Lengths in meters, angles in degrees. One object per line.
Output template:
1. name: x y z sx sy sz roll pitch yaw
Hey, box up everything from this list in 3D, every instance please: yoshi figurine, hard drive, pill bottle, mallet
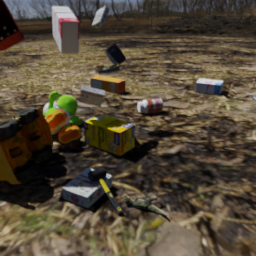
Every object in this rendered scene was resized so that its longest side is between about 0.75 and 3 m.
1. yoshi figurine: -2.556 -0.608 11.161 1.661 1.668 2.967 8 17 -23
2. hard drive: -0.501 -2.847 11.021 0.581 0.862 0.182 -34 -15 2
3. pill bottle: 1.022 -1.000 12.984 1.107 0.621 0.621 -7 25 -13
4. mallet: -0.600 1.610 7.104 0.471 0.294 1.430 -9 46 -25

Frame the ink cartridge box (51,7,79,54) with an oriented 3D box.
1. ink cartridge box: -2.372 -3.700 10.556 0.694 1.208 1.664 -9 42 -21

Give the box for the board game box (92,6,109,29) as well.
1. board game box: -1.087 -4.381 11.121 0.241 0.751 0.554 30 -21 -36

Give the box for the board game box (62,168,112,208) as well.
1. board game box: -1.072 1.576 7.503 0.831 0.362 1.127 12 26 28

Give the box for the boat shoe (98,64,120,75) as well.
1. boat shoe: -0.702 -2.104 10.083 0.390 0.326 1.090 6 19 37

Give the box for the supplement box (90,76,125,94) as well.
1. supplement box: -1.209 -2.561 16.415 2.139 0.736 0.712 18 29 31

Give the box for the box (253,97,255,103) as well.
1. box: 6.838 -1.377 14.405 0.568 0.157 0.832 2 24 4

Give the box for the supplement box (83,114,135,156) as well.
1. supplement box: -0.679 0.208 9.902 1.660 0.904 0.909 16 29 32

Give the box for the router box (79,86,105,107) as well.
1. router box: -1.259 -1.071 9.653 0.808 0.725 0.197 13 56 -11

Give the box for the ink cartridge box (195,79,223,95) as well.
1. ink cartridge box: 4.672 -2.394 16.151 1.404 0.594 1.015 9 26 23

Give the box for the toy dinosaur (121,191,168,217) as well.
1. toy dinosaur: 0.479 1.840 7.008 1.253 0.297 0.552 12 41 24

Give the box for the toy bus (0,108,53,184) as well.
1. toy bus: -3.792 0.594 8.496 2.390 1.689 2.489 -11 20 16

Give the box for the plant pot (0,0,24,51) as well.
1. plant pot: -3.558 -2.746 7.824 1.077 1.076 0.949 -29 0 1
